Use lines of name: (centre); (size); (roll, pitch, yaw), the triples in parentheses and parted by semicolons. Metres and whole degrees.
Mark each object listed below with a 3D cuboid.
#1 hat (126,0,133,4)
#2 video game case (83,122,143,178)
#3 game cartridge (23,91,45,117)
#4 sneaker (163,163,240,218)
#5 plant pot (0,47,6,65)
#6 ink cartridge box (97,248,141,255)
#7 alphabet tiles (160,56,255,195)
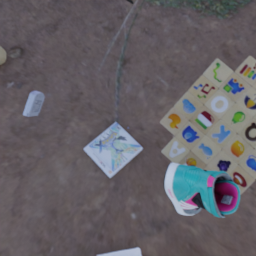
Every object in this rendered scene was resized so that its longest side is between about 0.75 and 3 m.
hat: (-0.105, -4.478, 9.186); (0.924, 0.924, 0.373); (41, 106, 18)
video game case: (-0.484, 0.683, 9.052); (1.432, 0.158, 1.305); (-40, 70, -18)
game cartridge: (-2.542, -0.658, 7.617); (0.208, 1.030, 0.687); (24, 92, -5)
sneaker: (1.370, 1.186, 4.860); (1.071, 1.775, 0.742); (8, 64, 30)
plant pot: (-4.927, -2.687, 10.359); (0.658, 0.979, 0.979); (-2, 55, -47)
ink cartridge box: (-0.099, 4.287, 6.947); (1.335, 0.781, 2.302); (-9, 64, -4)
alphabet tiles: (1.944, -0.025, 5.438); (2.102, 0.080, 2.526); (42, 98, 7)
